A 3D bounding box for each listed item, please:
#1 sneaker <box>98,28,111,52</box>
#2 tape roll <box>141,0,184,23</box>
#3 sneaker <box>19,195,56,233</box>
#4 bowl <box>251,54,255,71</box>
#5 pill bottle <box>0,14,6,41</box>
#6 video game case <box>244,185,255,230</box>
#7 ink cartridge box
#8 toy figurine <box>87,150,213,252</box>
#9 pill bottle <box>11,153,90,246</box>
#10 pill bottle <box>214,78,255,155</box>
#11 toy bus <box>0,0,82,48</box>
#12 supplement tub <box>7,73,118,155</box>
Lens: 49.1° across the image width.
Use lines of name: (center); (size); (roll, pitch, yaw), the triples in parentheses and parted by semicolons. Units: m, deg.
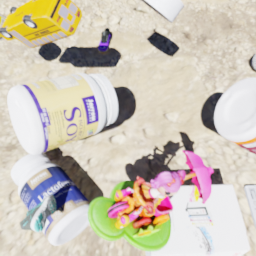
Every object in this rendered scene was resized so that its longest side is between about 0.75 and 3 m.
sneaker: (-1.019, -3.784, 11.905); (0.432, 0.618, 1.242); (8, 55, 5)
tape roll: (0.698, -3.365, 7.199); (1.499, 1.499, 0.524); (48, 112, 27)
sneaker: (-1.926, 1.798, 6.005); (0.511, 0.435, 1.121); (-9, 13, 12)
bowl: (5.195, -2.567, 11.058); (1.013, 0.476, 1.013); (2, 86, -34)
pill bottle: (-4.061, -3.033, 7.709); (0.792, 1.449, 0.792); (-5, 78, 24)
video game case: (4.383, 2.250, 8.055); (1.771, 0.160, 1.268); (-2, 55, -1)
ink cartridge box: (1.525, 2.463, 7.015); (2.199, 1.619, 1.591); (-2, 55, -2)
toy figurine: (0.580, 1.157, 5.132); (2.075, 1.910, 1.558); (9, 44, -40)
pill bottle: (-2.109, 1.830, 7.614); (1.362, 1.362, 2.354); (-36, 62, -22)
pill bottle: (3.434, 0.030, 6.643); (2.615, 1.493, 1.493); (25, 50, -29)
toy bus: (-2.354, -2.697, 7.200); (2.477, 0.970, 0.806); (3, 69, 44)
supplement tub: (-1.537, -0.427, 6.775); (2.227, 1.619, 1.619); (-20, 57, -32)
